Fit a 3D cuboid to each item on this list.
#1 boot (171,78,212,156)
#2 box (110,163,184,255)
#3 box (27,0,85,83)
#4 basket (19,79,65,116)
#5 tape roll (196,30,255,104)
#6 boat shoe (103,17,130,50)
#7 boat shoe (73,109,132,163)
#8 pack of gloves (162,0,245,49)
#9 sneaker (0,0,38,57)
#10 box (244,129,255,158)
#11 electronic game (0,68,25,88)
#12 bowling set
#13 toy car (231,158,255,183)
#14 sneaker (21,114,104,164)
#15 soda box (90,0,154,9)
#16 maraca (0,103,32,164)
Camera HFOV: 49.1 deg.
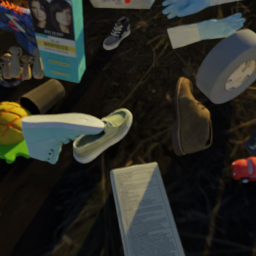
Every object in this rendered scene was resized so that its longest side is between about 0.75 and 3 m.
[{"bbox_3d":[1.676,-0.392,7.201,0.902,0.880,2.390,-12,50,26],"label":"boot"},{"bbox_3d":[0.451,2.547,7.408,1.414,1.158,2.979,-8,55,-6],"label":"box"},{"bbox_3d":[-1.901,-2.560,7.841,1.171,2.845,0.699,12,56,3],"label":"box"},{"bbox_3d":[-3.036,-1.109,10.166,1.226,0.925,1.360,9,43,44],"label":"basket"},{"bbox_3d":[3.658,-2.069,9.804,2.578,2.578,0.852,-26,59,-17],"label":"tape roll"},{"bbox_3d":[-0.532,-4.250,12.452,0.648,0.805,1.736,27,58,18],"label":"boat shoe"},{"bbox_3d":[-0.780,0.150,9.338,0.918,0.791,2.550,34,61,22],"label":"boat shoe"},{"bbox_3d":[2.343,-3.373,8.649,2.447,2.055,0.483,-8,53,19],"label":"pack of gloves"},{"bbox_3d":[-3.410,-3.396,8.616,1.027,2.618,0.986,-34,42,21],"label":"sneaker"},{"bbox_3d":[4.368,-0.562,7.049,2.241,2.841,0.725,-30,63,-20],"label":"box"},{"bbox_3d":[-4.676,-2.065,11.251,1.127,0.234,1.127,1,58,-2],"label":"electronic game"},{"bbox_3d":[-3.658,-2.071,9.057,1.777,1.236,0.954,-1,95,-25],"label":"bowling set"},{"bbox_3d":[5.000,1.150,8.727,2.821,0.629,2.655,32,61,20],"label":"toy car"},{"bbox_3d":[-1.034,0.195,4.594,1.299,0.766,0.478,0,22,-1],"label":"sneaker"},{"bbox_3d":[-0.268,-4.610,9.396,2.489,0.850,0.789,17,71,34],"label":"soda box"},{"bbox_3d":[-3.800,0.111,9.051,1.664,1.299,2.428,-18,54,-22],"label":"maraca"}]
